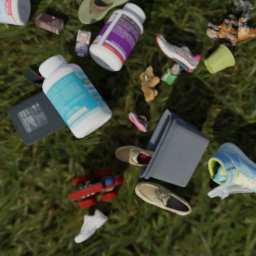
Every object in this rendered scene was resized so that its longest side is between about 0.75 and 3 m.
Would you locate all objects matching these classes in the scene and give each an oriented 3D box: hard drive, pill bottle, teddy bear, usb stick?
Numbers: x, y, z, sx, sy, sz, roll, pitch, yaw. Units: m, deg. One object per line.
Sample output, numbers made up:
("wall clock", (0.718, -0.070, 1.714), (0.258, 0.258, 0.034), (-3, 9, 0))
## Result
("hard drive", (-3.462, -0.585, 11.487), (2.424, 0.399, 1.692), (-29, 84, -6))
("pill bottle", (-5.773, -5.364, 12.069), (2.690, 1.463, 1.463), (9, 78, 2))
("teddy bear", (0.895, -1.812, 11.528), (0.488, 1.060, 1.462), (11, 44, -36))
("usb stick", (2.186, -0.196, 11.552), (1.367, 0.223, 0.379), (32, 75, 8))
("pill bottle", (-2.080, -1.235, 10.633), (1.656, 1.656, 2.989), (-35, 89, -7))
("pill bottle", (-0.371, -3.802, 11.711), (1.485, 1.485, 2.642), (30, 79, 6))

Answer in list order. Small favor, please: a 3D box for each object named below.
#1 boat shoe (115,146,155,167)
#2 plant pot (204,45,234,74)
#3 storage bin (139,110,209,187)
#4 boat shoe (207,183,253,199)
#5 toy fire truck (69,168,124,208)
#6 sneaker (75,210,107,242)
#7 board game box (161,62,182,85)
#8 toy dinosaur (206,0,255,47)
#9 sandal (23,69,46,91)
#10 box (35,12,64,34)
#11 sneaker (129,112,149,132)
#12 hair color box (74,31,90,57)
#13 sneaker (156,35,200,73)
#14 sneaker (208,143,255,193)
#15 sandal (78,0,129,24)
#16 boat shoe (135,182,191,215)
("boat shoe", (0.341, 1.118, 10.897), (1.835, 0.609, 0.679), (4, 97, 14))
("plant pot", (3.787, -2.815, 11.843), (0.927, 1.008, 1.008), (-34, 79, 5))
("storage bin", (1.713, 0.861, 10.546), (1.724, 1.868, 2.567), (24, 102, -6))
("boat shoe", (3.934, 2.402, 10.754), (1.748, 0.644, 0.561), (-13, 68, -10))
("toy fire truck", (-1.108, 2.169, 10.154), (2.031, 1.705, 1.139), (-16, 84, -13))
("sneaker", (-1.501, 3.679, 10.586), (1.411, 0.550, 0.701), (-40, 73, -16))
("board game box", (1.896, -2.359, 12.104), (0.502, 0.112, 0.958), (36, 80, 5))
("toy dinosaur", (4.791, -4.412, 12.209), (2.599, 1.327, 1.764), (3, 92, -18))
("sandal", (-3.744, -1.958, 11.842), (1.607, 0.385, 0.604), (30, 80, 2))
("box", (-3.459, -4.623, 12.376), (1.126, 0.422, 0.564), (21, 56, 6))
("sneaker", (0.471, -0.337, 11.302), (0.514, 0.426, 1.078), (-51, 125, -12))
("hair color box", (-1.866, -3.440, 11.463), (0.507, 0.307, 1.013), (9, 73, -7))
("sneaker", (2.058, -3.236, 11.713), (2.062, 0.831, 0.770), (34, 115, -11))
("sneaker", (3.933, 1.812, 9.933), (1.685, 1.026, 2.581), (-25, 58, -38))
("sandal", (-1.076, -5.445, 11.876), (2.840, 0.810, 1.128), (-21, 95, 29))
("boat shoe", (1.339, 2.667, 10.657), (2.202, 0.715, 0.794), (25, 79, 5))
